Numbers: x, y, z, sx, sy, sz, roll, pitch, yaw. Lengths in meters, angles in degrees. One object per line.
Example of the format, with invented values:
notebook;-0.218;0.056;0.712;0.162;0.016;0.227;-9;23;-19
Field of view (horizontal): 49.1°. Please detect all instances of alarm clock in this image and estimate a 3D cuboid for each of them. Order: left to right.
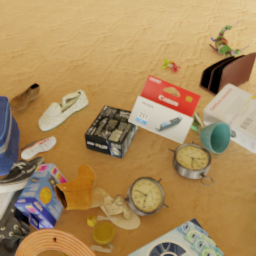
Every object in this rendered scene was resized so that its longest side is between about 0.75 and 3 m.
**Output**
alarm clock;0.350;2.076;8.377;1.639;0.546;1.106;-2;65;-23
alarm clock;2.233;1.264;9.457;1.256;0.620;1.862;-14;42;-16

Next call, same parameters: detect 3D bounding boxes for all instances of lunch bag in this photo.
lunch bag;-4.964;0.262;9.570;1.970;1.918;2.899;-10;43;-10

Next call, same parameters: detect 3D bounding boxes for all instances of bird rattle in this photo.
bird rattle;2.259;-3.261;14.452;1.007;0.567;0.821;18;30;15

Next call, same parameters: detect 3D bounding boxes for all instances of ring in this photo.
ring;-1.467;3.404;6.110;2.528;2.528;0.243;18;12;19

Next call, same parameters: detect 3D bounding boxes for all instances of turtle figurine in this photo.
turtle figurine;5.585;-4.616;15.064;2.302;1.657;2.232;5;47;11

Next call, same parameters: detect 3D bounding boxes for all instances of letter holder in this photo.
letter holder;4.634;-2.725;12.988;2.341;1.664;1.177;-27;49;-26

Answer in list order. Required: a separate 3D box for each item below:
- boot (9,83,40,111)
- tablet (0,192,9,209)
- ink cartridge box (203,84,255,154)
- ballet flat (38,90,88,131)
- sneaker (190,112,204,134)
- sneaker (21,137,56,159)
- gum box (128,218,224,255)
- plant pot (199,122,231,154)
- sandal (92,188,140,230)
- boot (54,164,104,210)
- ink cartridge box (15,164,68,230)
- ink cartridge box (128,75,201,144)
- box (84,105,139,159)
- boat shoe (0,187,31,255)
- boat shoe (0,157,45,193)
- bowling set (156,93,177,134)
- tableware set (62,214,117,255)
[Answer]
boot;-4.422;-1.370;11.945;0.690;0.707;1.874;34;38;-2
tablet;-4.461;2.875;8.054;1.727;0.181;2.654;7;44;7
ink cartridge box;4.334;-0.406;10.696;1.729;1.003;2.342;-43;55;-15
ballet flat;-2.735;-0.859;11.608;0.900;0.900;2.507;30;51;28
sneaker;2.651;-0.063;11.099;0.571;0.496;1.289;-15;39;7
sneaker;-3.315;0.604;10.209;1.328;0.512;0.544;-26;44;-19
gum box;1.233;3.794;6.741;2.694;0.600;2.289;-21;47;-21
plant pot;3.086;0.325;10.275;1.126;1.126;0.758;-28;21;-27
sandal;-0.437;2.297;8.357;1.824;0.600;0.669;30;51;28
boot;-1.610;1.713;8.512;1.333;0.655;1.862;10;27;-37
ink cartridge box;-2.445;2.072;8.110;0.660;1.179;1.728;-9;38;26
ink cartridge box;1.314;-0.688;9.982;2.110;1.859;0.472;23;5;4
box;-0.565;0.106;10.575;1.495;0.786;1.825;14;44;14
boat shoe;-3.028;2.707;7.570;0.921;0.972;2.781;-18;33;16
boat shoe;-3.223;1.340;8.482;0.778;0.735;2.168;-2;7;20
bowling set;1.496;-0.904;11.374;2.207;1.185;1.536;-27;49;-27
tableware set;-1.077;3.279;7.562;1.333;0.304;1.979;3;44;9
